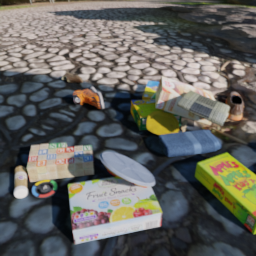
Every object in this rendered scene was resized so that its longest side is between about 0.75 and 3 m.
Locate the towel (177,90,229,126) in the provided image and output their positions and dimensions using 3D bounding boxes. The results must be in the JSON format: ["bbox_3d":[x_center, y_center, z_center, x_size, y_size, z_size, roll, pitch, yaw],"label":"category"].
[{"bbox_3d":[3.145,-0.833,11.584,1.967,0.353,2.043,26,31,16],"label":"towel"}]

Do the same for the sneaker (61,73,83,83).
[{"bbox_3d":[-3.574,-3.066,17.913,1.589,0.560,0.600,22,60,33],"label":"sneaker"}]

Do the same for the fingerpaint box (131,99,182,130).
[{"bbox_3d":[1.349,-0.722,13.901,2.104,0.772,1.755,-6,34,-13],"label":"fingerpaint box"}]

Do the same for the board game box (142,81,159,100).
[{"bbox_3d":[1.791,-1.995,16.132,1.681,0.443,2.198,7,34,9],"label":"board game box"}]

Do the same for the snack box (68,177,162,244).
[{"bbox_3d":[-0.498,2.474,9.020,2.692,0.713,1.915,-7,32,-13],"label":"snack box"}]

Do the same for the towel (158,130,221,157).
[{"bbox_3d":[2.581,0.686,11.902,2.414,0.586,1.347,-5,30,-11],"label":"towel"}]

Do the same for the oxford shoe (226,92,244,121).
[{"bbox_3d":[5.740,-1.413,14.815,0.930,0.951,2.608,7,34,11],"label":"oxford shoe"}]

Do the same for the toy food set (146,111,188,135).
[{"bbox_3d":[1.669,-0.063,12.814,1.888,0.617,1.111,17,72,-9],"label":"toy food set"}]

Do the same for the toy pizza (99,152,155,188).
[{"bbox_3d":[-0.053,1.397,9.123,2.004,0.318,2.004,26,10,-5],"label":"toy pizza"}]

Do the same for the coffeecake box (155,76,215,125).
[{"bbox_3d":[2.716,-1.358,13.456,2.682,0.980,2.059,17,29,-4],"label":"coffeecake box"}]

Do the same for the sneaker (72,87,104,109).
[{"bbox_3d":[-2.198,-1.464,15.107,1.360,0.942,2.428,-17,26,-17],"label":"sneaker"}]

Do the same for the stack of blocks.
[{"bbox_3d":[-2.581,1.251,10.931,2.394,0.701,1.378,-5,33,-8],"label":"stack of blocks"}]

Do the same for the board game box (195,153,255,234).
[{"bbox_3d":[3.805,2.092,9.645,1.464,0.686,2.882,-15,36,-22],"label":"board game box"}]

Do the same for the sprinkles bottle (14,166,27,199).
[{"bbox_3d":[-3.884,1.946,10.114,0.443,0.443,1.298,-10,34,-15],"label":"sprinkles bottle"}]

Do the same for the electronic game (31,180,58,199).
[{"bbox_3d":[-2.976,2.174,9.984,0.919,0.191,0.919,0,32,0],"label":"electronic game"}]
